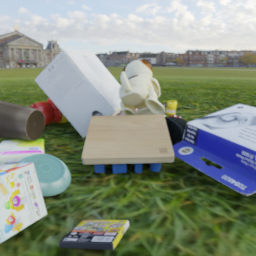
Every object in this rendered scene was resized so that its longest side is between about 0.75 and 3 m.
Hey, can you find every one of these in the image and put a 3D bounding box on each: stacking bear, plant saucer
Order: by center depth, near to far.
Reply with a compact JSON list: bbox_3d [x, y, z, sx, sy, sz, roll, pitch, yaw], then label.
[{"bbox_3d":[-1.868,0.957,6.195,1.262,0.227,1.262,17,30,-10],"label":"plant saucer"},{"bbox_3d":[-3.141,-0.896,12.874,2.773,1.684,1.577,-23,23,-39],"label":"stacking bear"}]

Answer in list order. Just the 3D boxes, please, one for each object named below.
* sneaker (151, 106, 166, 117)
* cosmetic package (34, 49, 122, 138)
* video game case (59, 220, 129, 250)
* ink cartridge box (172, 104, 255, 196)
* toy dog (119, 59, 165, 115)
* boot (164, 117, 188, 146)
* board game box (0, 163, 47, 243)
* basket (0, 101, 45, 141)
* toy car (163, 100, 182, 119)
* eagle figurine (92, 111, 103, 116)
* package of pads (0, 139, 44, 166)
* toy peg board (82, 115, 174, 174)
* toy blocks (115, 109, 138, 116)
[{"bbox_3d":[0.540,-0.784,12.380,2.345,1.354,0.880,1,14,1],"label":"sneaker"},{"bbox_3d":[-1.637,-1.487,11.406,1.777,2.891,2.882,-40,1,19],"label":"cosmetic package"},{"bbox_3d":[-0.513,1.690,4.490,0.889,0.113,0.804,-6,5,18],"label":"video game case"},{"bbox_3d":[2.790,0.278,6.828,2.830,0.575,2.824,-21,24,-23],"label":"ink cartridge box"},{"bbox_3d":[0.266,-1.399,9.379,1.377,1.914,1.974,-28,39,32],"label":"toy dog"},{"bbox_3d":[1.505,0.057,9.780,2.056,0.929,2.509,3,9,-41],"label":"boot"},{"bbox_3d":[-2.392,1.313,4.308,0.976,0.993,1.894,-9,7,33],"label":"board game box"},{"bbox_3d":[-3.437,-0.188,8.328,1.642,1.116,1.480,9,-27,16],"label":"basket"},{"bbox_3d":[1.310,-0.318,11.681,1.833,0.434,1.948,-17,-29,12],"label":"toy car"},{"bbox_3d":[-0.671,0.053,9.638,1.363,1.034,1.029,20,15,36],"label":"eagle figurine"},{"bbox_3d":[-3.002,0.776,7.782,1.253,0.553,1.621,-2,13,-14],"label":"package of pads"},{"bbox_3d":[0.002,0.621,7.932,2.254,1.103,2.245,-2,30,0],"label":"toy peg board"},{"bbox_3d":[0.281,-1.301,13.949,1.752,2.082,1.945,47,17,9],"label":"toy blocks"}]
